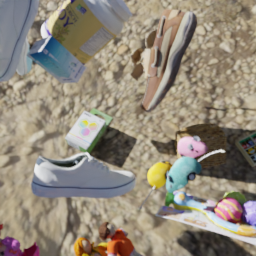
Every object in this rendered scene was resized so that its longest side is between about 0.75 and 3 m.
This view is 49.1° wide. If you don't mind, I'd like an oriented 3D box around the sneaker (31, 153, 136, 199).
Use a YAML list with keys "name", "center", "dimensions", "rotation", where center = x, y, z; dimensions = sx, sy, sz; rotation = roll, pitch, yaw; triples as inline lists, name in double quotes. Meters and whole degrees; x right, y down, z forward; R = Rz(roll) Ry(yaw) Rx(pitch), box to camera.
- name: "sneaker"
  center: [-0.758, 0.912, 5.516]
  dimensions: [2.158, 0.788, 0.764]
  rotation: [3, 102, -30]

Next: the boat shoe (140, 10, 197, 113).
- name: "boat shoe"
  center: [0.692, -1.411, 5.977]
  dimensions: [0.793, 0.837, 2.210]
  rotation: [26, 106, 13]

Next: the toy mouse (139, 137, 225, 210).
- name: "toy mouse"
  center: [1.126, 0.656, 5.790]
  dimensions: [0.400, 1.837, 2.068]
  rotation: [48, 49, -8]

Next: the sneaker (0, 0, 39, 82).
- name: "sneaker"
  center: [-2.677, -2.364, 5.994]
  dimensions: [1.000, 0.969, 2.738]
  rotation: [13, 92, 18]

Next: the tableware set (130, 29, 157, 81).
- name: "tableware set"
  center: [0.423, -1.664, 6.508]
  dimensions: [1.134, 0.948, 0.132]
  rotation: [-44, 58, -12]

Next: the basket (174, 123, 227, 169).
- name: "basket"
  center: [2.106, 0.533, 8.329]
  dimensions: [1.375, 1.025, 0.982]
  rotation: [-12, 30, -6]

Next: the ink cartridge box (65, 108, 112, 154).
- name: "ink cartridge box"
  center: [-1.176, -0.003, 8.607]
  dimensions: [0.774, 0.442, 1.490]
  rotation: [26, 65, 13]

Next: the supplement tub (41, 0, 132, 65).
- name: "supplement tub"
  center: [-1.045, -2.667, 7.155]
  dimensions: [2.004, 1.457, 1.457]
  rotation: [-37, 63, 20]

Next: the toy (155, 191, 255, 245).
- name: "toy"
  center: [1.962, 1.602, 5.580]
  dimensions: [2.518, 1.450, 0.595]
  rotation: [6, 100, 24]

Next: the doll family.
- name: "doll family"
  center: [-0.433, 2.028, 3.686]
  dimensions: [1.122, 1.807, 0.814]
  rotation: [41, 108, 2]

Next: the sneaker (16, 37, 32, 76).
- name: "sneaker"
  center: [-2.842, -2.027, 7.659]
  dimensions: [0.414, 1.119, 0.459]
  rotation: [18, 28, 8]

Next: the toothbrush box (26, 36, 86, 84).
- name: "toothbrush box"
  center: [-1.595, -1.481, 6.280]
  dimensions: [0.775, 1.059, 0.452]
  rotation: [6, 63, 49]

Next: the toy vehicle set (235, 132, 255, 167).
- name: "toy vehicle set"
  center: [4.069, 0.509, 8.480]
  dimensions: [1.383, 0.183, 0.859]
  rotation: [-24, 65, -12]

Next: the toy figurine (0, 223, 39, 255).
- name: "toy figurine"
  center: [-2.442, 2.156, 5.175]
  dimensions: [1.601, 1.739, 1.306]
  rotation: [15, 39, 6]
